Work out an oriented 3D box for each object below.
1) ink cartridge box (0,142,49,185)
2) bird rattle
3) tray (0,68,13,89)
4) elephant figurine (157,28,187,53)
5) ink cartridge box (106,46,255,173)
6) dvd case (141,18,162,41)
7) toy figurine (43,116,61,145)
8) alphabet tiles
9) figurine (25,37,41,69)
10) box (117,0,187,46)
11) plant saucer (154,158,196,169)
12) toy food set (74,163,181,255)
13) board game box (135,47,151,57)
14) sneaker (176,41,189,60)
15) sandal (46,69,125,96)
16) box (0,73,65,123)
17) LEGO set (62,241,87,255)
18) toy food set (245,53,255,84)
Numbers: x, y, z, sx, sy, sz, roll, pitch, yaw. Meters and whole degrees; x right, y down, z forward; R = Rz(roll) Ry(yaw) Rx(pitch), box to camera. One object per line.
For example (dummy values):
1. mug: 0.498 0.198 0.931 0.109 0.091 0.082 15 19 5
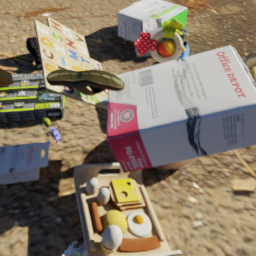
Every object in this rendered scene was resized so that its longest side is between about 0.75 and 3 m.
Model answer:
1. ink cartridge box: -3.311 1.078 8.564 1.850 0.617 1.071 -6 44 -6
2. bird rattle: 0.873 -2.170 7.218 1.313 0.740 1.070 -32 91 9
3. tray: -4.339 -1.531 7.688 1.102 2.234 0.414 -15 79 10
4. elephant figurine: 2.092 -4.275 13.865 1.303 1.680 1.188 26 11 -23
5. ink cartridge box: 1.021 -0.408 5.703 2.721 1.147 1.969 -13 43 10
6. dvd case: 0.943 -3.841 11.127 0.095 0.887 1.193 23 36 39
7. toy figurine: -1.867 0.093 7.225 0.408 0.774 0.463 -23 21 -33
8. alphabet tiles: -1.582 -1.934 8.217 2.388 0.108 2.856 16 49 -48
9. figurine: -3.684 -3.606 13.384 1.955 0.841 1.907 -18 55 -18
10. box: 1.279 -5.677 14.958 2.546 1.395 2.885 28 51 27
11. plant saucer: 1.074 0.296 9.139 2.594 0.474 2.594 6 35 -4
12. toy food set: -0.137 2.014 7.053 2.033 0.856 2.833 0 41 -22
13. board game box: 0.797 -3.785 13.843 0.801 0.257 0.591 -5 44 -7
14. sneaker: 2.446 -3.371 13.069 0.644 0.766 1.953 14 47 11
15. sandal: -0.840 -0.852 5.571 1.548 0.422 0.632 1 37 -2
16. box: -3.783 -1.268 11.016 2.571 0.611 2.483 -5 46 -6
17. LEGO set: -1.035 3.559 5.773 1.156 0.935 2.513 -13 45 -15
18. toy food set: 4.350 -2.030 8.642 2.547 1.619 0.401 -51 25 5
